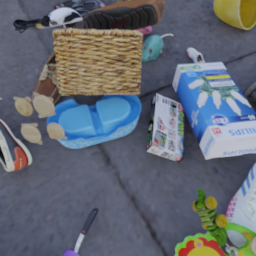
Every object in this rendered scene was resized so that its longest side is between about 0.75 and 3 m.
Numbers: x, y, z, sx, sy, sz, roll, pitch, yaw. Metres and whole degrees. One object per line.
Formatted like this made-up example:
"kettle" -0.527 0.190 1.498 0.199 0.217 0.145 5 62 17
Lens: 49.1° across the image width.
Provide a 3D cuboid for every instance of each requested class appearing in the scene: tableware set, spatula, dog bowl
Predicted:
"tableware set" -2.277 -0.204 7.114 1.282 1.534 0.178 2 31 19
"spatula" -1.098 2.591 6.492 0.447 0.163 1.582 21 71 19
"dog bowl" -0.927 -0.232 8.058 2.660 0.659 1.483 -15 54 -7

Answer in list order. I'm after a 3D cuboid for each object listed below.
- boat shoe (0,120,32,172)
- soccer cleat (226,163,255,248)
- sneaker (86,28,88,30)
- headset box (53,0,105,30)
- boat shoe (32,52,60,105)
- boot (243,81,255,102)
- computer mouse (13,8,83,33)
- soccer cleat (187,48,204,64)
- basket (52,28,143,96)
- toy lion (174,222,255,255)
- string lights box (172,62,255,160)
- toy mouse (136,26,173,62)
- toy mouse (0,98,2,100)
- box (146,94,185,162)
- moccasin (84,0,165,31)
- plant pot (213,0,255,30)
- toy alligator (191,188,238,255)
"boat shoe" -3.460 0.407 7.548 2.094 0.745 0.655 38 40 25
"soccer cleat" 3.075 1.603 6.683 0.878 1.086 2.515 28 61 17
"sneaker" -1.104 -3.807 10.599 1.079 0.537 0.375 -16 46 -27
"headset box" -1.708 -4.430 10.880 1.840 0.711 1.369 -30 62 -16
"boat shoe" -2.431 -1.665 8.911 0.885 0.839 2.337 14 59 -1
"boot" 4.535 -0.860 8.583 1.798 0.623 1.566 -30 65 -26
"computer mouse" -1.885 -2.756 7.041 0.997 0.399 1.818 2 26 32
"soccer cleat" 2.390 -2.515 9.765 0.376 0.465 1.076 -14 57 -9
"basket" -0.803 -1.937 7.857 2.324 1.731 1.659 -2 24 -4
"toy lion" 1.876 2.808 5.913 1.724 0.618 1.799 25 81 12
"string lights box" 2.403 -0.586 7.780 1.478 0.848 2.875 -6 50 -11
"toy mouse" 0.470 -3.356 10.177 2.593 0.565 2.917 -10 60 -9
"toy mouse" -4.710 -0.549 8.514 1.776 0.387 1.998 -33 63 -20
"box" 1.108 -0.033 7.945 1.025 0.323 1.862 20 53 -15
"moccasin" -0.187 -3.779 9.353 2.891 1.058 1.116 -5 38 32
"plant pot" 4.056 -4.709 10.617 1.305 1.838 1.838 21 56 43
"toy alligator" 1.740 1.982 5.687 0.371 0.512 1.544 -22 79 -40
